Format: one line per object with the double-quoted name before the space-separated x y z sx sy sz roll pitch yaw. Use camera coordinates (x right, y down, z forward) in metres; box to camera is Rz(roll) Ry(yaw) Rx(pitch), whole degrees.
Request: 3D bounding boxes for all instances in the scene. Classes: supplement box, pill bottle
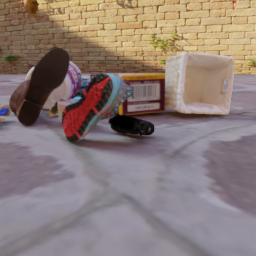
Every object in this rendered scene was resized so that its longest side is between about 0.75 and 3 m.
"supplement box" -0.128 -1.309 10.008 1.616 1.254 2.929 -6 13 -25
"pill bottle" -2.802 -1.893 11.318 1.672 1.672 2.978 1 19 3

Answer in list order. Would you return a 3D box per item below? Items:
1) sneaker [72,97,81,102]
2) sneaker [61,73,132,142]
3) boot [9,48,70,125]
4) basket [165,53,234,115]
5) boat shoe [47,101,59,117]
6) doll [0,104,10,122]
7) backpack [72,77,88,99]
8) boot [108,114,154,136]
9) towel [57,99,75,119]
"sneaker" -1.268 -0.582 8.886 1.430 0.567 0.683 6 32 22
"sneaker" -0.636 -0.317 5.885 0.952 0.790 1.993 -3 -26 -46
"boot" -2.850 -1.349 8.614 0.831 2.412 2.588 33 -3 -27
"basket" 2.231 -1.420 9.249 1.857 1.841 1.494 1 7 -19
"boat shoe" -2.350 -0.611 8.976 0.270 0.301 0.813 -33 13 26
"doll" -3.853 -0.236 7.443 1.230 0.437 1.803 -7 16 1
"backpack" -2.402 -2.034 13.871 1.402 1.030 1.283 -7 18 -43
"boot" -0.081 -0.081 6.236 1.224 0.453 1.003 11 1 29
"towel" -1.288 -0.400 7.283 1.058 0.171 1.011 10 -22 -7
